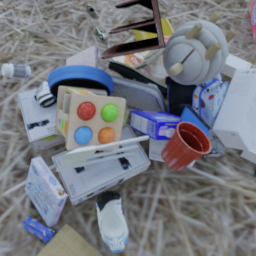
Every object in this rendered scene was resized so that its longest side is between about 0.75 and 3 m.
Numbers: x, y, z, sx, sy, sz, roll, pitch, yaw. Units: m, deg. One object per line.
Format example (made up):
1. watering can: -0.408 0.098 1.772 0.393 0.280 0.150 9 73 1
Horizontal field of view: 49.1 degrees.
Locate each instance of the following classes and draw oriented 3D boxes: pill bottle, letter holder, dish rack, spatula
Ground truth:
1. pill bottle: -3.654 -1.844 9.138 0.801 0.455 0.455 -1 47 -42
2. letter holder: 0.039 -2.885 7.989 1.796 1.271 2.527 -10 22 10
3. dish rack: 0.279 -1.073 9.422 2.258 1.938 0.492 20 72 27
4. spatula: -0.656 0.706 7.411 2.372 1.649 0.190 -9 67 -23

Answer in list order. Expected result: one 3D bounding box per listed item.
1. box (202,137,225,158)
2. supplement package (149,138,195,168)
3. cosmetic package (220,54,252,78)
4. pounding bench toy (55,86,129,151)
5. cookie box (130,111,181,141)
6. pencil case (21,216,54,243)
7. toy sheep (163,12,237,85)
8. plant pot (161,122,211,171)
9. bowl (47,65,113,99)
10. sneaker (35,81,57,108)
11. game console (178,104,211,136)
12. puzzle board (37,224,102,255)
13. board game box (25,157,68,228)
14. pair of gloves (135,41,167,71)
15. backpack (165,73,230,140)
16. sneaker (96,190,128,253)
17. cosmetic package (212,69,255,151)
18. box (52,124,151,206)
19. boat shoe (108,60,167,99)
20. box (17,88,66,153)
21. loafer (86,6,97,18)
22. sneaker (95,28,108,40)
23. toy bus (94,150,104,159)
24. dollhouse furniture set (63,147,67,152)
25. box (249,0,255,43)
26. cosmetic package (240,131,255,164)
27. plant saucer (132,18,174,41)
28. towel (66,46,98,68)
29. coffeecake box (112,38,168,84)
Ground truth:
1. box: 2.834 0.568 9.605 0.731 0.223 0.923 -2 55 -1
2. supplement package: 1.427 0.557 8.494 1.299 0.720 1.011 10 22 25
3. cosmetic package: 4.284 -2.543 11.609 1.334 0.566 0.718 31 58 22
4. pounding bench toy: -0.680 -0.250 7.676 2.233 1.387 1.742 2 13 -27
5. cookie box: 0.938 -0.091 8.062 1.261 0.554 1.475 0 14 -28
6. pencil case: -2.532 2.849 7.869 0.963 0.418 0.376 23 70 17
7. toy sheep: 1.836 -2.044 7.624 1.855 1.855 2.691 35 45 22
8. plant pot: 1.387 0.531 7.080 0.997 0.970 0.997 20 41 -18
9. bowl: -1.460 -1.236 8.634 2.015 2.015 0.396 -1 71 -1
10. sneaker: -2.478 -1.434 9.827 1.647 0.622 0.948 -26 64 -13
11. game console: 1.726 -0.126 7.708 0.988 0.843 0.584 44 82 -14
12. puzzle board: -1.380 3.993 7.191 2.501 0.218 1.885 33 62 22
13. board game box: -2.352 1.810 7.879 0.299 1.451 1.455 -19 57 -43
14. pair of gloves: 1.366 -2.696 9.848 2.055 0.360 1.748 -15 30 43
15. backpack: 2.385 -0.869 9.299 1.923 2.496 2.378 16 39 25
16. sneaker: -0.461 2.425 7.562 0.756 0.762 2.103 -4 22 -7
17. cosmetic package: 3.427 -0.569 8.400 0.786 1.118 2.205 8 65 45
18. box: -0.811 1.116 8.697 2.622 0.788 1.529 -25 70 -16
19. boat shoe: 0.308 -1.589 9.526 2.306 0.844 0.723 27 97 -6
20. box: -3.006 -0.405 10.004 1.348 0.695 2.312 -18 57 -12
21. loafer: -1.849 -5.955 14.172 0.362 0.336 0.964 -25 58 -17
22. sneaker: -1.242 -4.419 13.151 0.374 0.325 0.845 -20 61 -31
23. toy bus: -0.872 0.539 8.087 0.374 0.683 0.724 -33 70 9
24. dollhouse furniture set: -1.371 0.219 9.451 1.140 0.873 1.740 18 57 12
25. box: 6.638 -5.316 13.060 1.327 1.438 2.803 7 56 5
26. cosmetic package: 4.937 1.016 9.069 2.254 0.571 0.930 29 59 19
27. plant saucer: 1.283 -4.450 13.030 1.922 0.466 1.922 -11 55 -7
28. towel: -1.512 -1.788 9.050 1.387 0.234 1.453 -16 66 33
29. coffeecake box: 0.981 -2.308 11.193 2.603 0.951 1.998 -26 59 -17
